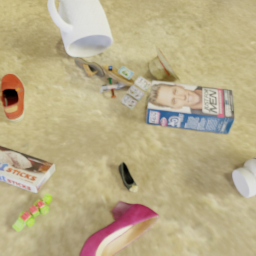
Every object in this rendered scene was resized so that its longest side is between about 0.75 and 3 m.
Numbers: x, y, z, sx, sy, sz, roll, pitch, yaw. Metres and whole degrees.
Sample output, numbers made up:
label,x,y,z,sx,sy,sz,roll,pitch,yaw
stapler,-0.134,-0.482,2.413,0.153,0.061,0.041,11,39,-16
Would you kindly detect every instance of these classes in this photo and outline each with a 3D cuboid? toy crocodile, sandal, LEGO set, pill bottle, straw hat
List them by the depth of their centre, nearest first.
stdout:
label,x,y,z,sx,sy,sz,roll,pitch,yaw
toy crocodile,-2.682,2.376,7.913,0.431,0.394,1.277,36,60,26
pill bottle,4.188,1.315,8.261,1.975,1.116,1.116,-19,53,-7
LEGO set,-0.223,-1.667,11.080,1.831,0.449,1.368,34,74,8
straw hat,1.294,-2.453,11.347,0.802,1.894,1.894,-34,52,15
sandal,-1.662,-2.444,11.659,1.751,0.703,0.473,27,67,27

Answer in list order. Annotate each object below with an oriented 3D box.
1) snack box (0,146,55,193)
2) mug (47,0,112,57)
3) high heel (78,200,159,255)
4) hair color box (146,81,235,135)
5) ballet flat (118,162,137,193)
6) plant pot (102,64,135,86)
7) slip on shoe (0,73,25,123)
label,x,y,z,sx,sy,sz,roll,pitch,yaw
snack box,-3.857,1.135,8.805,2.921,0.355,1.050,16,39,13
mug,-2.129,-4.524,11.590,2.737,2.021,2.400,-5,77,-55
high heel,-0.270,2.988,7.013,1.262,0.886,2.631,8,37,31
hair color box,2.210,-0.762,10.131,2.953,0.894,1.477,7,51,6
ballet flat,-0.026,1.527,8.646,0.356,0.304,1.071,-16,53,-23
plant pot,-0.402,-2.072,11.153,1.509,0.207,1.509,29,18,-10
slip on shoe,-4.445,-1.330,10.677,0.936,0.773,2.528,-15,51,-10
